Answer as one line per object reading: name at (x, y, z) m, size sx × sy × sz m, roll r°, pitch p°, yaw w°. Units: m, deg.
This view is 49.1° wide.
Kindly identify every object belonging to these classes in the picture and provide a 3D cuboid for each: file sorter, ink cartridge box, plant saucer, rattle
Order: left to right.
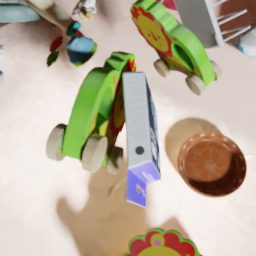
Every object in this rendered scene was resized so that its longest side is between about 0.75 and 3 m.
plant saucer at (-2.702, -2.574, 6.171) m, size 1.471 × 0.283 × 1.471 m, roll 2°, pitch 28°, yaw -1°
rattle at (-1.600, -3.249, 6.906) m, size 2.466 × 1.606 × 1.762 m, roll 33°, pitch 77°, yaw -13°
ink cartridge box at (0.328, 0.375, 5.330) m, size 0.466 × 2.126 × 2.146 m, roll -4°, pitch 72°, yaw 10°
file sorter at (2.023, -2.984, 6.852) m, size 1.119 × 1.247 × 1.797 m, roll -28°, pitch 108°, yaw -11°
plant saucer at (2.374, 1.044, 8.018) m, size 1.946 × 0.314 × 1.946 m, roll 0°, pitch 64°, yaw 1°

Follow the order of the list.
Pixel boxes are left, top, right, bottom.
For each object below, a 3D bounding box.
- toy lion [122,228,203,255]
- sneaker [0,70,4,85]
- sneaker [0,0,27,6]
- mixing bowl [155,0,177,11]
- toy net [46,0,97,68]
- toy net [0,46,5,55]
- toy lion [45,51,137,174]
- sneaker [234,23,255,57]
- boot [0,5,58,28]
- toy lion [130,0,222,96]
toy lion at (0.667, 3.830, 6.033) m, size 2.797 × 1.002 × 2.918 m, roll -30°, pitch 68°, yaw 1°
sneaker at (-3.798, -0.647, 6.660) m, size 0.874 × 0.847 × 2.392 m, roll 15°, pitch 39°, yaw 7°
sneaker at (-3.709, -4.765, 7.659) m, size 1.728 × 2.990 × 1.101 m, roll 15°, pitch 28°, yaw 21°
mixing bowl at (2.094, -5.839, 10.699) m, size 2.468 × 1.337 × 2.468 m, roll 0°, pitch 65°, yaw 1°
toy net at (-0.978, -1.953, 5.524) m, size 1.038 × 0.382 × 1.979 m, roll -17°, pitch 49°, yaw 35°
toy net at (-4.870, -3.000, 9.958) m, size 0.633 × 0.233 × 1.206 m, roll -38°, pitch 71°, yaw -16°
toy lion at (-0.370, -0.387, 5.189) m, size 0.841 × 2.451 × 2.349 m, roll 15°, pitch 83°, yaw 11°
sneaker at (4.893, -3.515, 9.697) m, size 2.851 × 1.152 × 1.091 m, roll -33°, pitch 71°, yaw -14°
boot at (-3.908, -4.150, 10.262) m, size 2.355 × 1.024 × 2.831 m, roll -37°, pitch 70°, yaw -4°
toy lion at (0.988, -2.099, 6.810) m, size 0.805 × 2.247 × 2.345 m, roll -41°, pitch 40°, yaw -4°
